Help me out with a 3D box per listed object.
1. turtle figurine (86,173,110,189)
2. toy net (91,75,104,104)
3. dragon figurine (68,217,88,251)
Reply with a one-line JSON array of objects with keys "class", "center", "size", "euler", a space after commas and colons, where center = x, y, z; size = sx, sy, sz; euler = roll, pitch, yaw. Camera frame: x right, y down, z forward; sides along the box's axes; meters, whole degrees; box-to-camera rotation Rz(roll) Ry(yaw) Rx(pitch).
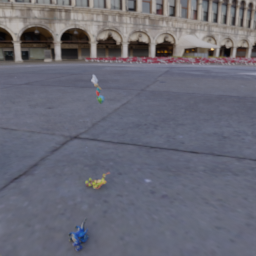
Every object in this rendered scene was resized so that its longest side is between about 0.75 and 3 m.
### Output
[{"class": "turtle figurine", "center": [-0.857, 1.536, 7.973], "size": [0.615, 0.246, 0.763], "euler": [-8, 25, 28]}, {"class": "toy net", "center": [-1.468, -1.768, 12.868], "size": [0.261, 1.349, 0.708], "euler": [-21, 1, 18]}, {"class": "dragon figurine", "center": [-0.973, 2.244, 5.886], "size": [0.409, 0.242, 0.822], "euler": [8, 20, 24]}]
